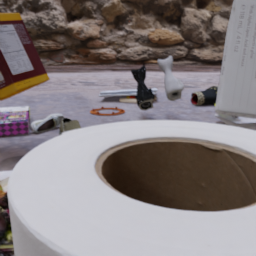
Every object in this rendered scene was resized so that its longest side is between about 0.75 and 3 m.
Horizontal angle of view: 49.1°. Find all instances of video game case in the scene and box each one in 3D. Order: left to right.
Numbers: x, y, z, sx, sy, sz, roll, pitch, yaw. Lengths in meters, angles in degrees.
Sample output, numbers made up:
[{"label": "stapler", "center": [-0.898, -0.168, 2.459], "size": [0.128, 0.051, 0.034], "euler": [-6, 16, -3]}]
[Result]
[{"label": "video game case", "center": [-4.344, -0.192, 8.577], "size": [2.534, 0.454, 2.297], "euler": [-5, 16, -18]}]

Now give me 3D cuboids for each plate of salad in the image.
[{"label": "plate of salad", "center": [-1.855, 1.035, 3.688], "size": [2.898, 0.696, 2.898], "euler": [0, 16, 0]}]

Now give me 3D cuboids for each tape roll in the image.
[{"label": "tape roll", "center": [0.376, 0.975, 2.182], "size": [2.324, 1.596, 2.324], "euler": [0, 15, 0]}]

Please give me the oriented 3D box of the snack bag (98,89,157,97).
[{"label": "snack bag", "center": [0.098, -1.797, 14.319], "size": [2.774, 0.315, 2.942], "euler": [-3, 8, 5]}]

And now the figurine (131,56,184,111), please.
[{"label": "figurine", "center": [0.979, -1.642, 9.763], "size": [1.673, 1.633, 0.720], "euler": [-18, -26, 13]}]

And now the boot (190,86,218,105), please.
[{"label": "boot", "center": [3.539, -1.496, 12.876], "size": [1.524, 0.728, 2.018], "euler": [-5, 15, -9]}]

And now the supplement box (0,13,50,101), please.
[{"label": "supplement box", "center": [-2.853, -1.417, 6.044], "size": [1.519, 1.540, 1.023], "euler": [-15, 14, 30]}]

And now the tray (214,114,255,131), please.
[{"label": "tray", "center": [4.402, -0.210, 8.874], "size": [2.904, 0.322, 1.559], "euler": [-2, 14, -8]}]

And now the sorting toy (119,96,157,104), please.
[{"label": "sorting toy", "center": [0.519, -1.432, 13.431], "size": [1.445, 0.285, 1.561], "euler": [6, 17, 22]}]

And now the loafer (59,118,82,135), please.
[{"label": "loafer", "center": [-1.520, 0.071, 7.486], "size": [0.574, 0.532, 1.527], "euler": [-10, 18, -31]}]

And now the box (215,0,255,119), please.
[{"label": "box", "center": [3.436, -1.607, 7.490], "size": [1.774, 2.701, 2.715], "euler": [8, 4, 15]}]

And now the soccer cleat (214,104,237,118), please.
[{"label": "soccer cleat", "center": [3.320, -0.652, 9.248], "size": [0.900, 0.377, 0.291], "euler": [24, 49, 6]}]

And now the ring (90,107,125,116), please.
[{"label": "ring", "center": [-0.810, -0.679, 10.990], "size": [1.403, 0.135, 1.403], "euler": [0, 16, 0]}]

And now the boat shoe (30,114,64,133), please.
[{"label": "boat shoe", "center": [-2.380, -0.119, 8.472], "size": [0.369, 0.424, 1.150], "euler": [21, 29, 38]}]
